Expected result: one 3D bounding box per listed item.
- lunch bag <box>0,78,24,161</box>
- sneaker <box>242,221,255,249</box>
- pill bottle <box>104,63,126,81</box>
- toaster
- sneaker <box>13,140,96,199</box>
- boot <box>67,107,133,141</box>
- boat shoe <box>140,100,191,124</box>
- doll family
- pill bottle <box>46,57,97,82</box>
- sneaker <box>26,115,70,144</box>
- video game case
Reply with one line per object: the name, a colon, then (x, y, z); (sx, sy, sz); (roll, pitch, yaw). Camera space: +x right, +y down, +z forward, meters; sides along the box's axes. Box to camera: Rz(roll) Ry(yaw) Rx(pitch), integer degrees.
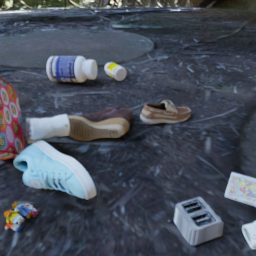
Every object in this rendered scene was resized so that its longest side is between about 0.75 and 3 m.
lunch bag: (-3.954, -0.241, 8.730); (1.005, 2.454, 2.162); (-12, -11, 2)
sneaker: (3.065, 2.546, 5.987); (0.804, 0.513, 1.391); (-10, 22, -14)
pill bottle: (-0.762, -3.195, 15.721); (0.763, 0.763, 1.397); (-18, 35, -28)
toaster: (1.571, 2.166, 6.510); (0.979, 0.581, 0.885); (-11, 30, -18)
sneaker: (-2.108, 1.354, 7.643); (2.972, 1.098, 1.218); (20, 46, 42)
boot: (-1.141, -0.275, 10.696); (2.497, 0.903, 2.077); (7, 24, 7)
boat shoe: (1.565, -0.666, 11.178); (2.200, 0.790, 0.833); (-7, 32, -22)
doll family: (-2.670, 2.075, 6.842); (0.556, 0.403, 0.895); (17, 32, 23)
pill bottle: (-2.887, -3.047, 14.601); (2.375, 1.319, 1.319); (3, 30, 14)
sneaker: (-2.701, 0.038, 9.501); (1.400, 0.893, 2.423); (-7, 4, -26)
video game case: (3.284, 1.707, 7.775); (0.981, 0.123, 1.078); (14, 33, 24)
